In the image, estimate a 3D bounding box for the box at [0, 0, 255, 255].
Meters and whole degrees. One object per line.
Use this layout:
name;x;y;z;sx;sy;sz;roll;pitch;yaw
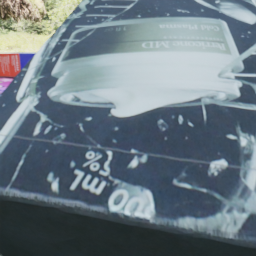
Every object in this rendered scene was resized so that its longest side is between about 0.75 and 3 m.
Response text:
box;0.863;-0.005;2.474;2.950;1.828;2.900;6;47;12

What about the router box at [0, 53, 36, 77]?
router box;-3.417;-2.006;8.746;2.336;0.636;2.602;5;15;21

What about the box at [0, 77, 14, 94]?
box;-3.521;-0.462;6.910;2.408;1.323;2.737;-2;18;-5
